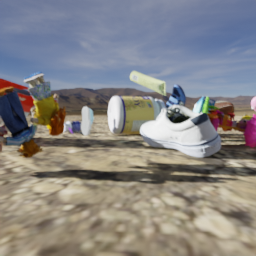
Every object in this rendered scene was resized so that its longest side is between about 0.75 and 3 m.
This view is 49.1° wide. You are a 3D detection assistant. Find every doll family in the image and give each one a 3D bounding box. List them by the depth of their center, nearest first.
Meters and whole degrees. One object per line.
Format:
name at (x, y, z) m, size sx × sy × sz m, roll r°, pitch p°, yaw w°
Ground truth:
doll family at (-1.615, -0.151, 4.494) m, size 0.814 × 1.122 × 1.807 m, roll 2°, pitch 28°, yaw 39°

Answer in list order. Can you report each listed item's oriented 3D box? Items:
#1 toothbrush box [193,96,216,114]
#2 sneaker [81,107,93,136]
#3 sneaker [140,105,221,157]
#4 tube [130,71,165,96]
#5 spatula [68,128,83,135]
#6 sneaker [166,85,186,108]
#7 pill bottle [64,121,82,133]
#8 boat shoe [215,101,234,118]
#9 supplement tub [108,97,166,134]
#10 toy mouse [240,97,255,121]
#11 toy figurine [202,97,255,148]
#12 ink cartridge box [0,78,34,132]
toothbrush box at (2.315, -0.349, 8.930) m, size 0.452 × 1.059 × 0.775 m, roll 22°, pitch -19°, yaw -1°
sneaker at (-1.465, -0.226, 10.551) m, size 0.414 × 1.119 × 0.459 m, roll -11°, pitch -18°, yaw 35°
sneaker at (1.100, -0.072, 6.697) m, size 1.000 × 0.969 × 2.738 m, roll -24°, pitch 15°, yaw -24°
tube at (0.774, -1.711, 10.542) m, size 1.577 × 0.409 × 0.458 m, roll 29°, pitch 7°, yaw 33°
spatula at (-2.053, 0.150, 11.000) m, size 0.939 × 0.265 × 0.096 m, roll 11°, pitch 43°, yaw 36°
sneaker at (1.810, -0.916, 10.806) m, size 0.638 × 1.552 × 0.574 m, roll -20°, pitch 37°, yaw -21°
pill bottle at (-2.324, -0.034, 11.684) m, size 0.835 × 0.483 × 0.483 m, roll -4°, pitch 5°, yaw -38°
boat shoe at (2.689, -0.226, 9.760) m, size 2.210 × 0.837 × 0.793 m, roll -23°, pitch 32°, yaw 6°
supplement tub at (0.335, -0.492, 10.967) m, size 2.004 × 1.457 × 1.457 m, roll -2°, pitch 4°, yaw -20°
toy mouse at (4.181, -0.712, 8.737) m, size 0.400 × 1.837 × 2.068 m, roll 39°, pitch 31°, yaw 1°
toy figurine at (2.699, -0.040, 7.332) m, size 1.601 × 1.306 × 1.739 m, roll 13°, pitch 14°, yaw 12°
ink cartridge box at (-3.964, -0.455, 8.490) m, size 2.691 × 0.768 × 2.188 m, roll -16°, pitch -12°, yaw 22°
